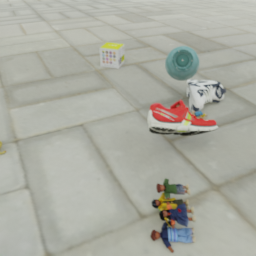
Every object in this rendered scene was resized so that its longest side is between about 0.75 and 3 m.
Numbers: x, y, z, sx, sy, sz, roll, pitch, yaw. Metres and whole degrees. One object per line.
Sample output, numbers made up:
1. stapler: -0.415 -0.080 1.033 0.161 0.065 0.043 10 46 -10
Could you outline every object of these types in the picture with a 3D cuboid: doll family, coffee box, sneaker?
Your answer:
1. doll family: 1.048 2.112 6.935 1.035 0.703 1.791 3 36 -4
2. coffee box: -0.893 -4.123 15.866 1.106 1.096 1.108 10 35 15
3. sneaker: 1.783 -0.336 8.776 2.521 1.070 0.971 5 -12 -26
4. sneaker: 3.381 -1.431 11.823 1.640 1.006 2.520 -3 19 7

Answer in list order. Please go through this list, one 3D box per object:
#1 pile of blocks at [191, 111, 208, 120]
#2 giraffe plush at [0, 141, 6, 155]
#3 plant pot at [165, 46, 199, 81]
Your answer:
1. pile of blocks: 2.663 -0.401 10.872 1.129 0.463 0.351 -13 36 -19
2. giraffe plush: -4.594 0.478 9.190 0.917 0.862 1.063 -28 43 -35
3. plant pot: 1.890 -2.304 9.789 1.227 1.227 0.822 7 5 10
